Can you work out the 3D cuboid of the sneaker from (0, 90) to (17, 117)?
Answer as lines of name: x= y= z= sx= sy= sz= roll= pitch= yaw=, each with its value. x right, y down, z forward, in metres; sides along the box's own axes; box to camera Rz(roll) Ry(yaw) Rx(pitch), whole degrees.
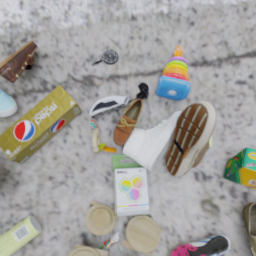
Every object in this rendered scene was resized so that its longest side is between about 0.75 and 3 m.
sneaker: x=-4.548 y=-1.191 z=8.670 sx=2.446 sy=1.002 sz=0.904 roll=27 pitch=58 yaw=13

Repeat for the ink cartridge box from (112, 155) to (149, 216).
ink cartridge box: x=0.058 y=1.672 z=8.429 sx=0.953 sy=0.544 sz=1.835 roll=-1 pitch=76 yaw=-11

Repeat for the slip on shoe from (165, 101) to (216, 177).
slip on shoe: x=1.843 y=0.358 z=7.738 sx=0.867 sy=2.861 sz=1.088 roll=-9 pitch=49 yaw=-20

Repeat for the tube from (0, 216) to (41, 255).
tube: x=-3.664 y=3.496 z=8.167 sx=2.347 sy=0.681 sz=0.609 roll=-36 pitch=98 yaw=-6

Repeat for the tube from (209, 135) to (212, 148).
tube: x=2.451 y=-0.060 z=8.823 sx=0.398 sy=0.356 sz=1.370 roll=-11 pitch=89 yaw=-21

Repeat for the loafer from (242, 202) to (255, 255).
loafer: x=3.756 y=3.189 z=7.604 sx=0.970 sy=0.860 sz=2.552 roll=-23 pitch=49 yaw=12

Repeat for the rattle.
rattle: x=-0.794 y=0.252 z=8.697 sx=0.743 sy=0.677 sz=1.040 roll=-4 pitch=82 yaw=22

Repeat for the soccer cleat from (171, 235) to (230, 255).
soccer cleat: x=2.119 y=3.586 z=8.126 sx=1.744 sy=0.753 sz=0.609 roll=-22 pitch=63 yaw=13

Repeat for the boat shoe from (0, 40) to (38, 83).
boat shoe: x=-3.285 y=-2.038 z=8.634 sx=0.689 sy=0.690 sz=1.960 roll=44 pitch=39 yaw=-20

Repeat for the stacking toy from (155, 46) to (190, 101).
stacking toy: x=1.577 y=-1.915 z=9.174 sx=1.031 sy=1.091 sz=1.879 roll=12 pitch=65 yaw=1

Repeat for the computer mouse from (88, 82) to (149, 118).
computer mouse: x=-0.334 y=-0.857 z=8.761 sx=2.063 sy=1.131 sz=0.452 roll=-20 pitch=83 yaw=2

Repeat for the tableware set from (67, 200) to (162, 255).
tableware set: x=-0.389 y=3.398 z=7.820 sx=2.311 sy=0.321 sz=2.766 roll=25 pitch=53 yaw=0

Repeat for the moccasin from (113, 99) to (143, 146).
moccasin: x=0.030 y=-0.176 z=8.258 sx=0.569 sy=0.601 sz=1.557 roll=33 pitch=69 yaw=2

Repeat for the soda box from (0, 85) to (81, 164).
soda box: x=-2.720 y=-0.099 z=8.661 sx=2.557 sy=0.819 sz=0.866 roll=-42 pitch=76 yaw=-9

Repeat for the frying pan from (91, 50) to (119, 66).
frying pan: x=-0.797 y=-2.432 z=9.590 sx=0.948 sy=0.154 sz=0.573 roll=-2 pitch=78 yaw=-4

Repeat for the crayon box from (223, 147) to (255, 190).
crayon box: x=4.158 y=1.397 z=8.139 sx=2.260 sy=1.342 sz=0.658 roll=18 pitch=66 yaw=4

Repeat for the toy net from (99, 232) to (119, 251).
toy net: x=-0.525 y=3.368 z=8.154 sx=0.178 sy=0.483 sz=0.921 roll=41 pitch=99 yaw=-4

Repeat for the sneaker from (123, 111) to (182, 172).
sneaker: x=0.758 y=0.126 z=8.701 sx=1.305 sy=0.832 sz=2.259 roll=26 pitch=61 yaw=24
